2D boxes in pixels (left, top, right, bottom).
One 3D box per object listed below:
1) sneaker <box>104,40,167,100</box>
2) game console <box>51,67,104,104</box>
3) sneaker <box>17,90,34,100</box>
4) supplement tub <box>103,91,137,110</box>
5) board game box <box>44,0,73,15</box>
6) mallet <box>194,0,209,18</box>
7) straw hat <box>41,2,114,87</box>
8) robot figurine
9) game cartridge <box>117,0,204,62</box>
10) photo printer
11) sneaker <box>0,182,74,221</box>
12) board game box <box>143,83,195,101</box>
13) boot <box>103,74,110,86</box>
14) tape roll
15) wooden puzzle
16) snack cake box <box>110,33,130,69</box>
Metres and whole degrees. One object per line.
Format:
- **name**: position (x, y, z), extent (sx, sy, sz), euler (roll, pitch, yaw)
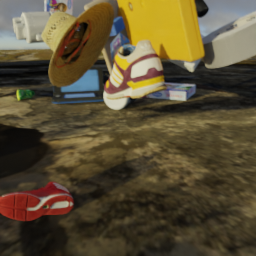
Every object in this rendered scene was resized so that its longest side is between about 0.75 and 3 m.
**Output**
- **sneaker**: position (0.045, -1.278, 6.386), extent (0.936, 1.125, 2.498), euler (-16, 10, -23)
- **game console**: position (-2.449, -2.153, 13.836), extent (2.599, 1.538, 2.219), euler (-5, 15, -9)
- **sneaker**: position (-5.235, -1.737, 14.316), extent (0.575, 0.509, 1.375), euler (-2, 17, 8)
- **supplement tub**: position (-0.216, -1.554, 12.592), extent (1.164, 1.164, 1.899), euler (7, 18, 21)
- **board game box**: position (-2.941, -4.953, 11.867), extent (1.153, 1.156, 0.238), euler (-8, 26, -31)
- **mallet**: position (2.234, -4.393, 11.908), extent (0.560, 0.896, 2.721), euler (-11, -19, -37)
- **straw hat**: position (-1.457, -2.212, 6.753), extent (1.048, 2.477, 2.477), euler (35, 24, 6)
- **robot figurine**: position (-3.121, -3.600, 10.043), extent (1.836, 1.037, 1.557), euler (-15, 59, -26)
- **game cartridge**: position (0.452, -2.584, 5.707), extent (0.427, 2.322, 2.634), euler (-26, 26, -15)
- **photo printer**: position (2.078, -2.702, 9.576), extent (1.085, 1.304, 0.453), euler (30, -9, 14)
- **sneaker**: position (-1.606, 1.256, 4.921), extent (1.211, 0.474, 0.699), euler (8, 6, -18)
- **board game box**: position (2.216, -2.022, 15.236), extent (2.434, 0.501, 2.428), euler (7, 19, 22)
- **boot**: position (-2.124, -2.642, 16.258), extent (2.218, 1.078, 2.946), euler (-14, 25, -35)
- **tape roll**: position (2.275, -1.836, 5.683), extent (1.663, 0.549, 1.663), euler (-25, 16, 8)
- **wooden puzzle**: position (-0.182, -3.352, 10.280), extent (0.693, 2.995, 2.774), euler (-6, 32, 30)
- **snack cake box**: position (-0.022, -1.919, 7.874), extent (0.834, 0.487, 1.450), euler (27, 37, -31)
